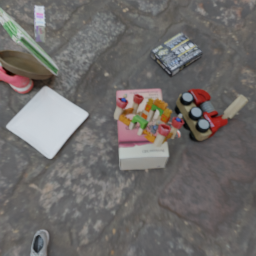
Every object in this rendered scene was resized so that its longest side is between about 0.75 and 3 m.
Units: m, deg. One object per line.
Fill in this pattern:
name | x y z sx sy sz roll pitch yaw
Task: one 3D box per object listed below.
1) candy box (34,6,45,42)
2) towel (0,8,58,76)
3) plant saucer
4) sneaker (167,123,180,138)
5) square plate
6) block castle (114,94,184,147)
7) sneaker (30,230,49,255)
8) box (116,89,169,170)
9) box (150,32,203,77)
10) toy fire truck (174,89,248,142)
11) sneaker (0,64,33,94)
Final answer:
candy box | -3.139 -3.674 9.936 0.338 0.793 0.945 -2 63 -19
towel | -3.734 -3.213 9.833 0.349 2.275 2.982 -45 63 2
plant saucer | -4.400 -2.731 12.208 2.499 0.368 2.499 20 24 -9
sneaker | 1.492 0.083 9.763 0.315 0.297 0.770 -19 40 -18
square plate | -3.379 -0.264 11.861 2.501 0.356 2.477 33 69 13
block castle | 0.653 -0.370 8.638 1.934 0.907 1.293 34 30 24
sneaker | -3.113 4.421 9.557 0.669 0.734 1.791 -6 66 -3
box | 0.495 0.074 11.041 1.821 1.552 2.848 -3 66 -1
box | 2.266 -3.497 13.238 1.943 0.477 1.566 -35 72 -14
toy fire truck | 3.429 -0.813 11.575 2.317 1.491 2.039 -19 67 -16
sneaker | -5.535 -2.595 12.429 2.800 1.215 1.032 24 68 11
